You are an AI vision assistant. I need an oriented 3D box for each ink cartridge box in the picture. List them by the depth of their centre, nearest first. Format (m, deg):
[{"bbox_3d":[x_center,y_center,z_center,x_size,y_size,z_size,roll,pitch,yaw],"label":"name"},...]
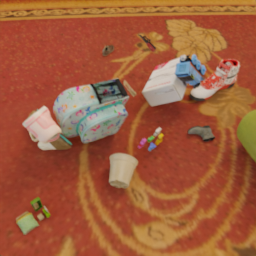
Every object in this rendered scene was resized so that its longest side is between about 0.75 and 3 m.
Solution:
[{"bbox_3d":[1.725,-2.002,12.198,1.541,0.884,2.121,-10,38,37],"label":"ink cartridge box"}]

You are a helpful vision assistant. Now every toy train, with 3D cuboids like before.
[{"bbox_3d":[2.526,-2.234,11.251,0.756,1.743,0.996,6,78,37],"label":"toy train"}]

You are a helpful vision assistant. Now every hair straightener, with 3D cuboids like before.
[{"bbox_3d":[0.788,-3.591,11.662,0.976,0.200,0.375,40,44,-10],"label":"hair straightener"}]

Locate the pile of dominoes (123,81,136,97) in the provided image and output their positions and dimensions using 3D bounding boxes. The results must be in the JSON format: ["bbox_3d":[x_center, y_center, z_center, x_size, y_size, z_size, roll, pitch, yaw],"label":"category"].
[{"bbox_3d":[0.078,-1.688,11.787,0.122,0.764,0.595,-31,30,18],"label":"pile of dominoes"}]

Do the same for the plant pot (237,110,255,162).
[{"bbox_3d":[5.131,0.555,9.395,2.568,2.568,2.744,-22,37,-20],"label":"plant pot"}]

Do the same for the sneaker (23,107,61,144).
[{"bbox_3d":[-2.832,-0.046,9.492,0.802,1.114,2.131,-43,14,1],"label":"sneaker"}]

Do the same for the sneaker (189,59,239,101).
[{"bbox_3d":[3.893,-2.238,12.588,2.614,1.401,0.873,-23,50,-21],"label":"sneaker"}]

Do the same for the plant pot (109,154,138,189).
[{"bbox_3d":[-0.229,1.491,9.380,0.991,0.991,0.907,7,58,7],"label":"plant pot"}]

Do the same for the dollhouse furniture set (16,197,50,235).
[{"bbox_3d":[-2.924,2.660,8.478,0.908,0.456,0.595,-33,54,-28],"label":"dollhouse furniture set"}]

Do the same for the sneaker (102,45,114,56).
[{"bbox_3d":[-1.064,-4.341,15.338,0.380,0.407,1.078,17,48,16],"label":"sneaker"}]

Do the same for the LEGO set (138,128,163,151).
[{"bbox_3d":[0.989,0.397,10.374,0.486,0.523,1.275,40,50,18],"label":"LEGO set"}]

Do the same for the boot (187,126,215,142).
[{"bbox_3d":[2.867,0.250,10.945,0.976,0.331,0.638,-8,52,-6],"label":"boot"}]

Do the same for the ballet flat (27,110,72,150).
[{"bbox_3d":[-3.167,0.251,10.653,0.950,0.891,2.627,-44,57,-11],"label":"ballet flat"}]

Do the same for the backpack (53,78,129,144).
[{"bbox_3d":[-1.372,-0.567,10.242,2.523,2.240,1.900,-11,67,-26],"label":"backpack"}]
